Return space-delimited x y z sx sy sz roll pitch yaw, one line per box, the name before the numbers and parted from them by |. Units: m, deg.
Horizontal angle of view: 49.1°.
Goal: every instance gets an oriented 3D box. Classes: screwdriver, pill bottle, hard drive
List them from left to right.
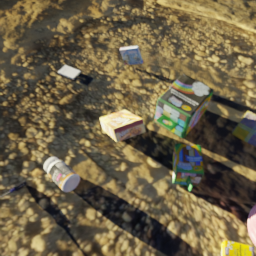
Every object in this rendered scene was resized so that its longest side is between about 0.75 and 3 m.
screwdriver | -3.952 2.161 9.121 0.214 0.223 1.531 18 32 27
pill bottle | -2.290 1.565 9.568 1.242 0.723 0.723 33 59 30
hard drive | -2.792 -2.636 13.295 0.901 0.120 0.594 24 55 18

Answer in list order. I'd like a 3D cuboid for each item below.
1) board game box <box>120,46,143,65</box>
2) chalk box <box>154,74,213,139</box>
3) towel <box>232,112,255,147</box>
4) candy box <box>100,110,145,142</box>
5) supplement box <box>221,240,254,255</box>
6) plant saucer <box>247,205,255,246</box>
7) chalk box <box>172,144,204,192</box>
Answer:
board game box | 0.156 -3.382 13.160 0.887 0.883 0.192 1 49 25
chalk box | 1.995 -0.696 10.914 1.459 1.448 2.337 34 60 21
towel | 4.955 0.143 10.626 1.225 0.194 1.706 -47 50 -8
candy box | -0.263 -0.121 10.411 1.128 0.541 1.955 -20 19 -14
supplement box | 3.161 3.635 8.122 0.820 0.449 0.446 10 51 8
plant saucer | 4.797 2.718 7.963 2.616 0.663 2.616 -13 27 7
chalk box | 2.015 1.408 9.579 0.914 0.921 1.475 5 51 3
